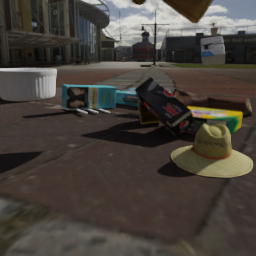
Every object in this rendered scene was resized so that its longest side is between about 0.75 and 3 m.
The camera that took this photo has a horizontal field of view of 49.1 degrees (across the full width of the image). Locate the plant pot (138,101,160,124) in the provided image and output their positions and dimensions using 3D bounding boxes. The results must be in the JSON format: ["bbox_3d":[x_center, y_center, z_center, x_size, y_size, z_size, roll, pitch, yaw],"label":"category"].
[{"bbox_3d":[0.793,-0.557,9.053,0.740,0.736,0.757,-6,5,14],"label":"plant pot"}]

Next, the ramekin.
[{"bbox_3d":[-5.055,-2.235,14.090,2.938,1.432,2.938,0,15,0],"label":"ramekin"}]

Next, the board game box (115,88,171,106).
[{"bbox_3d":[0.625,-1.371,12.596,2.200,0.516,1.661,12,19,38],"label":"board game box"}]

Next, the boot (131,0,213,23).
[{"bbox_3d":[1.128,-3.558,7.824,2.102,0.695,1.841,35,-6,2],"label":"boot"}]

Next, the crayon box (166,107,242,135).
[{"bbox_3d":[2.250,-0.227,8.256,1.764,0.514,1.522,10,18,33],"label":"crayon box"}]

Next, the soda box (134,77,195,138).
[{"bbox_3d":[0.985,-0.624,7.857,0.685,0.613,1.936,-37,48,-4],"label":"soda box"}]

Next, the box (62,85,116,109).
[{"bbox_3d":[-1.506,-1.222,10.972,2.096,0.863,0.515,-4,16,-32],"label":"box"}]

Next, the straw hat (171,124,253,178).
[{"bbox_3d":[1.742,0.310,5.781,1.792,0.759,1.792,-1,15,0],"label":"straw hat"}]

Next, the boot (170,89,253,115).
[{"bbox_3d":[2.998,-0.816,10.018,2.800,0.899,2.610,11,18,22],"label":"boot"}]

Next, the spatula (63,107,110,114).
[{"bbox_3d":[-1.630,-0.716,10.959,1.297,0.150,1.865,-3,15,-34],"label":"spatula"}]

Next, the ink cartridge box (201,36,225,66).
[{"bbox_3d":[3.349,-3.059,11.102,0.858,0.495,1.183,-4,50,15],"label":"ink cartridge box"}]
